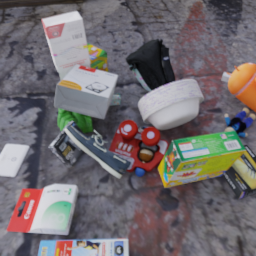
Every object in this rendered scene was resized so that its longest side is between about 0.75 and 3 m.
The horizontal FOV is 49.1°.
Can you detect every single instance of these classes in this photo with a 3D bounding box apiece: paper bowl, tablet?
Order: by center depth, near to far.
[{"bbox_3d":[-4.679,1.264,11.120,1.016,0.107,1.561,5,46,5],"label":"tablet"},{"bbox_3d":[1.827,-0.825,11.572,2.624,2.624,1.365,-15,77,-15],"label":"paper bowl"}]

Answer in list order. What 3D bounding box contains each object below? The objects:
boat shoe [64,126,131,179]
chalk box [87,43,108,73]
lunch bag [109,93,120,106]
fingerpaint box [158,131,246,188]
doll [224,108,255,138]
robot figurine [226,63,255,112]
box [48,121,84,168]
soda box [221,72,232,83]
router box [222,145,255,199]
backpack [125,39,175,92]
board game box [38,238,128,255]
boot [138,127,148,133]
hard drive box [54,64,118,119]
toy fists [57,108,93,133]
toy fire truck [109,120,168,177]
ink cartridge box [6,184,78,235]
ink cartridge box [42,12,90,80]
[{"bbox_3d":[-1.103,0.730,10.194,2.693,1.008,0.833,39,84,3],"label":"boat shoe"},{"bbox_3d":[-2.372,-3.054,14.466,1.489,1.500,2.403,30,54,27],"label":"chalk box"},{"bbox_3d":[-0.693,-1.418,13.553,0.653,0.467,0.766,-5,31,3],"label":"lunch bag"},{"bbox_3d":[2.395,1.075,9.511,2.322,1.937,0.852,-8,57,-15],"label":"fingerpaint box"},{"bbox_3d":[4.750,-0.181,12.185,1.905,0.462,1.300,-35,73,-33],"label":"doll"},{"bbox_3d":[5.785,-1.776,12.646,2.869,1.673,2.064,38,41,4],"label":"robot figurine"},{"bbox_3d":[-2.279,0.640,11.006,0.365,1.157,1.467,-12,33,39],"label":"box"},{"bbox_3d":[5.530,-2.572,14.781,1.081,0.344,0.368,19,48,18],"label":"soda box"},{"bbox_3d":[4.299,1.592,10.502,1.468,0.488,1.867,-14,46,-13],"label":"router box"},{"bbox_3d":[1.209,-2.795,13.471,2.024,2.426,1.535,-33,25,2],"label":"backpack"},{"bbox_3d":[-1.239,4.417,7.515,2.571,0.734,2.626,-1,45,0],"label":"board game box"},{"bbox_3d":[0.477,0.147,11.966,1.002,0.479,0.368,-5,45,-5],"label":"boot"},{"bbox_3d":[-1.696,-1.614,11.933,2.073,1.022,2.660,14,30,-2],"label":"hard drive box"},{"bbox_3d":[-2.459,-0.832,12.597,1.481,0.999,2.905,-8,47,-7],"label":"toy fists"},{"bbox_3d":[0.330,0.883,10.903,2.230,1.250,1.872,18,74,16],"label":"toy fire truck"},{"bbox_3d":[-2.869,2.680,9.447,2.064,0.517,1.661,4,45,2],"label":"ink cartridge box"},{"bbox_3d":[-2.724,-3.630,12.797,1.625,2.790,0.941,-19,47,-14],"label":"ink cartridge box"}]
